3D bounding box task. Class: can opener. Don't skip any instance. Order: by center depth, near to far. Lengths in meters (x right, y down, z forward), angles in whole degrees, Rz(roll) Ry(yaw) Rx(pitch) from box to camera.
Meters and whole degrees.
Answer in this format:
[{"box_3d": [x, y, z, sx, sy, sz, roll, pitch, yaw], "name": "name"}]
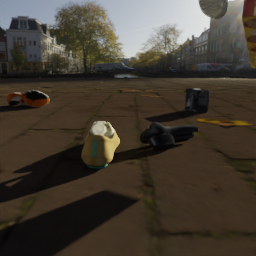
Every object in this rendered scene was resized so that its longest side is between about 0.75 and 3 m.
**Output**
[{"box_3d": [0.940, 0.165, 6.229, 1.594, 0.626, 0.505, -6, -26, -40], "name": "can opener"}]

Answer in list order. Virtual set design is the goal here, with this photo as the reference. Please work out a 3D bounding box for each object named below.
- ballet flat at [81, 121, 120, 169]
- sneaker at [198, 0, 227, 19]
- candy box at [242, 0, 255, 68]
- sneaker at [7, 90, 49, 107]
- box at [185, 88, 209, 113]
[{"box_3d": [-0.498, 0.176, 5.498, 0.693, 0.636, 2.018, 0, 12, -4], "name": "ballet flat"}, {"box_3d": [1.841, -2.734, 5.600, 0.885, 1.553, 0.563, 6, -31, -27], "name": "sneaker"}, {"box_3d": [2.968, -2.375, 6.082, 0.638, 1.333, 2.309, 5, -11, 28], "name": "candy box"}, {"box_3d": [-4.241, -1.299, 12.258, 1.889, 0.715, 0.869, 4, 9, 13], "name": "sneaker"}, {"box_3d": [2.616, -1.059, 10.688, 0.530, 0.840, 0.854, -4, 13, -19], "name": "box"}]
